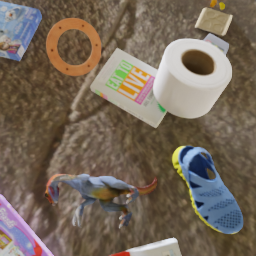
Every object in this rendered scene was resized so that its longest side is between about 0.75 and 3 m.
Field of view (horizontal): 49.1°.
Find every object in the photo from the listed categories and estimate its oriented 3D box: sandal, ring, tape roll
[{"bbox_3d":[2.111,1.553,7.468,1.061,1.162,2.669,-28,72,-13],"label":"sandal"},{"bbox_3d":[-1.651,-2.471,8.620,1.697,0.163,1.697,-7,108,-22],"label":"ring"},{"bbox_3d":[1.790,-1.421,8.063,1.928,1.324,1.928,4,58,-7],"label":"tape roll"}]

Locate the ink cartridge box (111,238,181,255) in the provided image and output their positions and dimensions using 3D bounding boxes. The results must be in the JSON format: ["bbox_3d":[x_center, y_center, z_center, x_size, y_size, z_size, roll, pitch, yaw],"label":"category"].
[{"bbox_3d":[0.402,3.674,6.592,1.988,0.470,1.591,-16,80,2],"label":"ink cartridge box"}]

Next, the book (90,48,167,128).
[{"bbox_3d":[0.254,-1.281,9.032,2.457,0.590,1.641,30,73,10],"label":"book"}]

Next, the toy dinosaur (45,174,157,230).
[{"bbox_3d":[-0.953,1.801,7.677,2.441,2.690,1.412,18,102,32],"label":"toy dinosaur"}]

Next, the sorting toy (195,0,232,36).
[{"bbox_3d":[3.241,-4.082,10.372,1.119,0.201,1.502,21,69,13],"label":"sorting toy"}]

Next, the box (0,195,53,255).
[{"bbox_3d":[-3.258,3.122,7.154,2.417,0.472,1.654,42,73,16],"label":"box"}]

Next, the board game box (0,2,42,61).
[{"bbox_3d":[-4.456,-3.532,9.976,2.053,0.447,2.063,13,68,7],"label":"board game box"}]

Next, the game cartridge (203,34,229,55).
[{"bbox_3d":[2.849,-2.598,9.701,0.925,0.284,1.390,37,72,10],"label":"game cartridge"}]
